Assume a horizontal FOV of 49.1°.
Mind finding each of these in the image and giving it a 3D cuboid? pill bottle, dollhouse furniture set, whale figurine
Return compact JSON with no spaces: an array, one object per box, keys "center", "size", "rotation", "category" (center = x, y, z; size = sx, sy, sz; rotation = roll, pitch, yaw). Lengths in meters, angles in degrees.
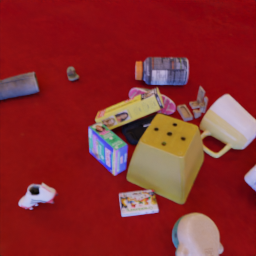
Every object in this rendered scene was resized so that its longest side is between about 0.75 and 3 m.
[{"center":[1.489,-2.601,12.816],"size":[2.327,1.236,1.236],"rotation":[1,44,1],"category":"pill bottle"},{"center":[4.909,1.898,7.770],"size":[1.631,1.631,2.906],"rotation":[-31,64,-28],"category":"pill bottle"},{"center":[2.647,-0.993,11.458],"size":[1.045,0.852,0.994],"rotation":[-11,46,-11],"category":"dollhouse furniture set"},{"center":[1.767,3.221,7.249],"size":[1.501,0.979,1.887],"rotation":[4,63,-29],"category":"whale figurine"}]

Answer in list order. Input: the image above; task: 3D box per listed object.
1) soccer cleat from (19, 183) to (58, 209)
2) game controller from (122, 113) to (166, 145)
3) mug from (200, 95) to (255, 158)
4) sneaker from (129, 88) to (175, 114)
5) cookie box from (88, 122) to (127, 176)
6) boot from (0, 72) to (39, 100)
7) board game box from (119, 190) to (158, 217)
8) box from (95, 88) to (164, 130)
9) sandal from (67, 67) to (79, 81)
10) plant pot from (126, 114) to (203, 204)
[{"center":[-2.746,1.954,8.149],"size":[1.597,0.680,0.548],"rotation":[-18,35,34],"category":"soccer cleat"},{"center":[0.778,0.026,10.822],"size":[1.979,0.417,1.032],"rotation":[-18,60,-17],"category":"game controller"},{"center":[3.664,0.065,10.219],"size":[1.646,2.005,1.606],"rotation":[43,25,24],"category":"mug"},{"center":[1.043,-1.188,11.695],"size":[1.990,0.734,0.871],"rotation":[20,19,4],"category":"sneaker"},{"center":[-0.704,0.695,9.444],"size":[0.538,1.224,1.431],"rotation":[-29,51,-33],"category":"cookie box"},{"center":[-5.275,-1.426,11.955],"size":[2.828,1.026,2.571],"rotation":[-5,46,-15],"category":"boot"},{"center":[0.309,2.299,8.573],"size":[1.106,0.191,0.698],"rotation":[-6,46,-6],"category":"board game box"},{"center":[0.056,-0.661,10.433],"size":[2.497,0.626,0.940],"rotation":[-22,20,13],"category":"box"},{"center":[-2.726,-2.633,13.449],"size":[0.481,0.345,1.210],"rotation":[-24,47,-10],"category":"sandal"},{"center":[1.259,0.789,8.898],"size":[2.038,1.797,2.038],"rotation":[21,51,20],"category":"plant pot"}]
